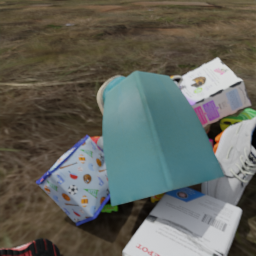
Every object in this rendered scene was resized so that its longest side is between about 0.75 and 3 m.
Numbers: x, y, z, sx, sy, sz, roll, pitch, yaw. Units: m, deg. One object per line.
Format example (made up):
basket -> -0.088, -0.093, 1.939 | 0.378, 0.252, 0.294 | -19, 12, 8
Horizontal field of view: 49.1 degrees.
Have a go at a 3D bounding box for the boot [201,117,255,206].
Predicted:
boot -> 2.904, 0.957, 7.348 | 1.076, 1.398, 2.925 | 27, 64, -7

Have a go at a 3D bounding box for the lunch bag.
lunch bag -> -1.162, 1.310, 7.514 | 1.187, 1.629, 1.916 | -33, 12, 43

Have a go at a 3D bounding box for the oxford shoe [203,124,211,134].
oxford shoe -> 2.326, 0.102, 10.205 | 0.783, 0.816, 2.211 | 32, 47, 23

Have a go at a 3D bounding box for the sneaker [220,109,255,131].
sneaker -> 4.441, -0.198, 10.698 | 2.297, 0.851, 0.960 | 0, 43, -18

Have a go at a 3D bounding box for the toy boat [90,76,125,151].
toy boat -> -0.295, -0.240, 9.638 | 1.365, 2.469, 2.937 | -3, 42, 49

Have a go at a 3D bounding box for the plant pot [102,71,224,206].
plant pot -> 0.617, 0.190, 7.071 | 2.040, 2.039, 2.887 | -1, 70, -42

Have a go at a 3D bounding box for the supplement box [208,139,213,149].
supplement box -> 2.527, 0.690, 9.626 | 0.774, 0.400, 0.392 | -24, 25, -29

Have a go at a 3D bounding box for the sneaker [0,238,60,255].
sneaker -> -2.313, 2.814, 5.988 | 1.760, 0.763, 0.649 | 14, 51, -44

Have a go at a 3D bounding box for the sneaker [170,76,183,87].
sneaker -> 1.249, -1.343, 9.947 | 1.657, 0.621, 0.747 | -44, 16, -20

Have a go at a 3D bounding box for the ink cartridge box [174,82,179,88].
ink cartridge box -> 1.253, -0.700, 8.326 | 0.201, 0.987, 0.989 | 2, 61, -32

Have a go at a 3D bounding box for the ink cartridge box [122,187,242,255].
ink cartridge box -> 1.241, 2.567, 6.234 | 1.755, 1.022, 2.428 | 19, 37, 28

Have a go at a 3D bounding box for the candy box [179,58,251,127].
candy box -> 2.457, -1.086, 10.237 | 2.973, 1.063, 2.493 | -26, 28, 13

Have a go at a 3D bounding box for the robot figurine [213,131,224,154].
robot figurine -> 3.476, 0.730, 8.969 | 1.801, 1.050, 1.296 | -25, 31, -20

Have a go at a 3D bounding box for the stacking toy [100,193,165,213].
stacking toy -> 0.064, 1.616, 8.033 | 1.821, 0.428, 1.373 | -13, 34, 3
